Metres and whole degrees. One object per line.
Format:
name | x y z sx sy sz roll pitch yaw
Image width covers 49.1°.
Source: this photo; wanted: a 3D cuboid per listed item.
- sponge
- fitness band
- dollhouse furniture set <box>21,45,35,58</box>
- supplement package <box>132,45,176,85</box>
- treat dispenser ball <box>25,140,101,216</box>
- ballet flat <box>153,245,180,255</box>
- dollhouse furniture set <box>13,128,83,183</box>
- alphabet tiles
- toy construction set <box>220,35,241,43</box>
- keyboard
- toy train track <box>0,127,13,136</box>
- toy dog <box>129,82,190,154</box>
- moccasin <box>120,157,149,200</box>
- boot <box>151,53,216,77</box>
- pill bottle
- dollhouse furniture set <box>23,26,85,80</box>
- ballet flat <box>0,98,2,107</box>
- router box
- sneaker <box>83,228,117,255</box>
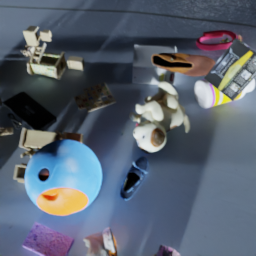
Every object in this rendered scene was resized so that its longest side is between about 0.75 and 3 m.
sponge | -2.546 3.680 8.954 1.467 0.219 0.818 18 55 13
fitness band | 4.653 -4.616 14.810 2.071 0.387 1.487 -7 46 5
dollhouse furniture set | -5.222 -3.894 14.598 0.991 0.484 0.845 6 49 34
supplement package | 1.237 -2.991 13.323 2.011 1.115 1.566 3 53 3
treat dispenser ball | -2.089 1.599 9.167 2.433 2.433 2.433 0 54 0
ballet flat | 0.491 4.534 8.015 0.958 0.931 2.693 19 49 36
dollhouse furniture set | -2.842 1.168 10.529 2.213 1.231 1.958 6 78 4
alphabet tiles | -1.579 -1.383 12.796 1.665 0.063 1.392 -21 56 -15
toy construction set | 5.512 -4.521 14.880 1.108 0.510 0.726 -13 54 4
keyboard | -4.412 -0.576 12.063 2.513 0.322 1.509 35 54 24
toy train track | -5.476 0.627 11.064 1.660 0.471 2.895 -12 55 -8
toy dog | 1.119 -0.126 11.092 2.388 1.718 2.463 44 56 -13
moccasin | 0.300 1.760 10.122 0.731 0.620 1.818 18 56 13
boot | 2.188 -2.436 10.374 2.545 0.926 2.704 15 13 3
pill bottle | 4.242 -1.743 12.307 2.434 1.269 1.269 -16 55 -11
dollhouse furniture set | -3.483 -3.381 12.990 2.394 2.118 1.331 9 55 8
ballet flat | -6.430 -1.728 12.751 0.778 0.535 2.310 -32 60 -21
router box | 3.202 -1.718 8.385 1.154 1.468 0.383 44 32 13
sneaker | -0.791 4.217 8.274 1.067 0.878 2.319 -14 47 -1
